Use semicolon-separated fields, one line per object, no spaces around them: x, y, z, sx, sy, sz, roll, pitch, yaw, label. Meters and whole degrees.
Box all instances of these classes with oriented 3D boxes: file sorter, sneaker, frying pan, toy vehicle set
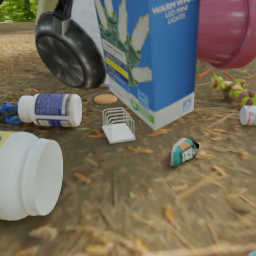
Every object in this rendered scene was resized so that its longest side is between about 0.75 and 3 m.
-0.282;-0.110;7.832;0.705;0.632;1.015;-7;26;-15;file sorter
1.365;0.562;6.650;0.475;0.424;1.189;8;25;26;sneaker
-0.937;-1.522;4.891;0.461;1.711;2.829;-51;8;-27;frying pan
-1.036;-3.250;7.533;2.581;1.603;0.342;2;30;-35;toy vehicle set

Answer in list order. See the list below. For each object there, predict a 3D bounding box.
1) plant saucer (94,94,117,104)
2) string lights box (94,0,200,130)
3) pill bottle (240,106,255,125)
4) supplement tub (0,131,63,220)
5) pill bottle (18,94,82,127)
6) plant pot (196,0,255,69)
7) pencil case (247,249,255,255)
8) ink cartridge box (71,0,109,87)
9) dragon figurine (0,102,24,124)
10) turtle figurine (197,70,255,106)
-0.836;-1.090;10.461;0.856;0.138;0.856;0;26;0;plant saucer
0.216;-1.519;3.886;0.828;2.807;1.442;-27;45;-20;string lights box
3.964;-0.366;8.421;1.016;0.576;0.576;1;25;2;pill bottle
-2.355;0.789;4.901;2.075;1.509;1.509;3;26;6;supplement tub
-2.296;-0.537;8.329;1.676;0.970;0.970;3;26;5;pill bottle
2.101;-2.742;7.427;2.084;2.328;2.328;-3;25;-13;plant pot
1.752;2.120;3.040;0.730;0.730;1.652;0;23;0;pencil case
-0.116;-2.141;6.220;2.488;2.511;0.545;7;14;-26;ink cartridge box
-3.489;-0.474;8.650;1.971;0.580;0.980;-5;26;-8;dragon figurine
3.785;-1.365;10.162;2.636;0.849;2.126;-3;31;-43;turtle figurine
